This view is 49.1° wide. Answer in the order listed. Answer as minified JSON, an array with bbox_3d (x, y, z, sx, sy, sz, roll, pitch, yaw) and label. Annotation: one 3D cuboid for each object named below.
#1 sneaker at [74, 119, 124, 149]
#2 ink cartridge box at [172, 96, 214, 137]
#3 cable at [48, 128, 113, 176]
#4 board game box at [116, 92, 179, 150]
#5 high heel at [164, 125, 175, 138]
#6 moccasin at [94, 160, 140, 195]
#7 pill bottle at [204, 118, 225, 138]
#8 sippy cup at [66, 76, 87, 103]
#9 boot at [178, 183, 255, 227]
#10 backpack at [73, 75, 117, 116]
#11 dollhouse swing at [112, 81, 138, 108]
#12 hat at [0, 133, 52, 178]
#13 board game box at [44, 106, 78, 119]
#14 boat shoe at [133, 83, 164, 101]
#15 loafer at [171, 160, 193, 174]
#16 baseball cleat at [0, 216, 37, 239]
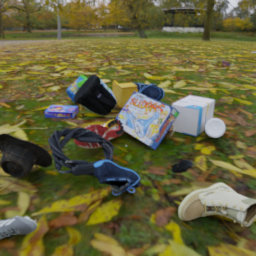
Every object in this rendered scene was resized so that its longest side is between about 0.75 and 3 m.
[{"bbox_3d":[-1.149,0.335,10.805,0.933,0.884,2.270,-26,-7,41],"label":"sneaker"},{"bbox_3d":[2.838,-0.572,12.289,1.243,1.237,1.694,16,27,35],"label":"ink cartridge box"},{"bbox_3d":[-1.473,0.737,9.125,2.234,0.567,1.823,-4,48,-39],"label":"cable"},{"bbox_3d":[0.643,-0.381,11.473,0.445,1.748,2.583,37,-5,-41],"label":"board game box"},{"bbox_3d":[1.210,-0.060,11.299,1.154,0.578,1.618,23,-1,-6],"label":"high heel"},{"bbox_3d":[-0.312,1.472,7.596,0.779,1.935,0.660,-28,55,26],"label":"moccasin"},{"bbox_3d":[3.426,0.030,11.184,0.755,0.755,1.422,6,0,14],"label":"pill bottle"},{"bbox_3d":[-2.692,-2.056,15.495,1.214,1.656,1.301,-40,52,-21],"label":"sippy cup"},{"bbox_3d":[2.239,1.991,6.856,1.736,0.626,1.343,-17,18,-25],"label":"boot"},{"bbox_3d":[-1.450,-1.460,13.492,2.011,1.640,1.546,36,10,-33],"label":"backpack"},{"bbox_3d":[-0.175,-1.844,14.553,1.113,1.225,1.077,-7,38,-11],"label":"dollhouse swing"},{"bbox_3d":[-3.310,1.024,8.454,2.041,2.041,0.823,7,58,16],"label":"hat"},{"bbox_3d":[-3.313,-0.804,14.005,1.412,0.316,0.950,3,24,6],"label":"board game box"},{"bbox_3d":[0.475,-1.887,15.439,2.964,1.247,1.018,3,-3,30],"label":"boat shoe"},{"bbox_3d":[1.666,1.179,8.432,0.330,0.319,0.939,21,-27,-17],"label":"loafer"},{"bbox_3d":[-2.893,2.437,6.444,1.510,0.527,0.804,-5,28,13],"label":"baseball cleat"}]
